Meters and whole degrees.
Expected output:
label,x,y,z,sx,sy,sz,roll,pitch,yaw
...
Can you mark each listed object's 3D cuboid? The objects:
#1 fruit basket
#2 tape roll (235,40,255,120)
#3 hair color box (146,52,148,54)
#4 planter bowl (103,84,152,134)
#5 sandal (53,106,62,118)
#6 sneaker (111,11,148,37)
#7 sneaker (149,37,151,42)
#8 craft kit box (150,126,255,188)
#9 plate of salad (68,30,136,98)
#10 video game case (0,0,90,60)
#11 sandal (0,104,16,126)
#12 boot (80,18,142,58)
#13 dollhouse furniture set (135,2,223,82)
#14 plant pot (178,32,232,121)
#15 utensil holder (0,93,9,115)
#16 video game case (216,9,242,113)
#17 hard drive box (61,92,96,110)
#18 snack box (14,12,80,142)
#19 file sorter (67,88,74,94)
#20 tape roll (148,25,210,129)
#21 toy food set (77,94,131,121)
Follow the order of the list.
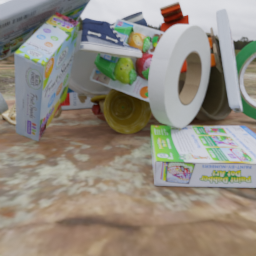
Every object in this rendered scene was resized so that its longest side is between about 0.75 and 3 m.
label,x,y,z,sx,sy,sz,roll,pitch,yaw
fruit basket,0.257,-1.812,7.417,2.109,1.954,0.989,22,-5,17
tape roll,4.528,-1.514,8.786,2.652,2.652,0.638,9,17,30
hair color box,0.745,-2.092,9.131,1.459,0.797,0.473,-33,20,54
planter bowl,-0.079,-0.590,8.269,1.474,1.474,0.614,-5,10,-18
sandal,-2.842,-1.191,9.364,0.705,1.922,0.632,-37,-24,17
sneaker,-0.493,-2.840,9.258,2.575,1.056,0.903,-12,29,32
sneaker,1.249,-2.913,10.144,2.901,0.871,1.513,-14,1,11
craft kit box,1.717,0.499,6.051,2.422,0.595,2.452,3,16,2
plate of salad,-0.878,-2.026,9.069,2.887,2.887,0.693,0,52,-1
video game case,-2.188,-2.682,6.915,2.941,0.324,2.681,-37,11,-24
sandal,-3.721,-0.593,9.431,2.330,0.766,0.854,12,20,37
boot,-0.340,-2.090,6.621,1.589,0.718,0.578,1,7,-32
dollhouse furniture set,1.318,-2.333,7.925,2.247,1.158,2.223,-11,54,22
plant pot,2.076,-1.583,10.118,2.893,2.893,2.510,-14,3,-40
utensil holder,-4.121,-0.600,7.893,1.122,0.954,0.954,-37,33,-26
video game case,2.845,-1.690,7.760,0.288,2.431,2.213,-9,-5,24
hard drive box,-1.901,-1.568,11.542,1.923,1.499,0.739,-7,19,-19
snack box,-1.991,-1.144,6.809,0.691,2.608,1.855,21,48,-3
file sorter,-1.648,-2.097,10.215,1.557,0.956,1.081,-15,-26,-11
tape roll,1.245,-1.145,6.435,0.426,2.330,2.330,15,22,34
toy food set,-0.490,-0.653,9.823,2.569,0.839,1.511,-2,-5,-12
